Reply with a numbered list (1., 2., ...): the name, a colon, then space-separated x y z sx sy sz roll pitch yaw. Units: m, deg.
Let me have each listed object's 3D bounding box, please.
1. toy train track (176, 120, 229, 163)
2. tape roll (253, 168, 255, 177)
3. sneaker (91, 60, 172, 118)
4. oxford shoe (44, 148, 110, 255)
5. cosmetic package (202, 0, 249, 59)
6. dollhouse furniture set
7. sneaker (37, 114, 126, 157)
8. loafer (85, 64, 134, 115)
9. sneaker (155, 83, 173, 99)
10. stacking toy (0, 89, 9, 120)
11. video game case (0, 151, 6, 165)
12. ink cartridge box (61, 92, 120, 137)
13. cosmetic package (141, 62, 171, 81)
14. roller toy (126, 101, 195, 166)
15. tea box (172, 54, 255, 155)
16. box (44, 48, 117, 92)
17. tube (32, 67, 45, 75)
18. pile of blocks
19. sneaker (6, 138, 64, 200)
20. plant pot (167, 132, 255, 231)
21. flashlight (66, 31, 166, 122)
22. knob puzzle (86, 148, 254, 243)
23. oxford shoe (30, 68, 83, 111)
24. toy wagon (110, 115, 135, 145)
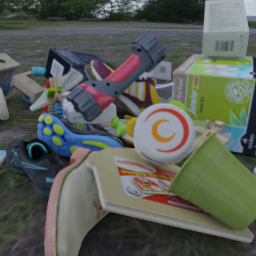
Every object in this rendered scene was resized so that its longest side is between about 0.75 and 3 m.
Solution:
1. toy train track: 1.618 0.235 6.408 1.669 0.272 0.957 -33 37 -23
2. tape roll: 3.051 1.111 5.195 1.377 0.455 1.377 2 12 -1
3. sneaker: 0.133 -1.291 8.308 2.661 1.199 0.997 40 14 -18
4. oxford shoe: -0.632 1.139 4.793 1.066 1.022 2.888 4 24 2
5. cosmetic package: 2.950 -3.103 8.643 1.245 0.841 2.367 4 45 15
6. dollhouse furniture set: -4.422 -1.307 10.231 2.326 1.639 1.630 36 32 7
7. sneaker: -1.203 0.280 7.000 2.502 0.887 1.037 17 12 19
8. loafer: -0.330 -1.462 9.386 2.438 0.849 0.917 36 31 -10
9. sneaker: 1.554 -1.442 10.883 2.413 0.875 1.376 2 21 4
10. stacking toy: -5.121 -0.518 8.614 2.538 1.084 1.084 -14 27 -21
11. video game case: -3.423 0.799 6.670 0.842 0.102 0.925 0 23 -1
12. ink cartridge box: -1.244 -0.451 8.599 1.442 0.829 2.463 -9 25 -20
13. cosmetic package: 0.675 -1.834 9.210 0.749 0.591 1.393 -2 5 -33
14. roller toy: 0.651 0.167 5.416 1.219 1.112 0.851 -18 -14 -5
15. tea box: 2.952 -0.841 8.018 2.940 1.997 2.989 8 25 20
16. box: -1.778 -2.105 10.907 2.287 1.224 1.697 -4 34 -42
17. tube: -4.289 -2.980 15.001 1.622 0.409 0.628 8 33 7
18. pile of blocks: -2.067 -0.642 7.622 0.485 1.562 0.641 -5 8 -25
19. sneaker: -2.013 0.599 6.080 0.904 0.951 2.399 -24 32 -36
20. plant pot: 1.375 0.853 4.085 1.117 1.176 1.176 38 39 22
21. flashlight: -0.289 -1.428 7.415 0.984 0.981 2.897 40 77 19
22. knob puzzle: 0.490 1.054 5.129 2.953 0.409 2.953 19 13 -4
23. oxford shoe: -2.263 -1.203 8.630 1.904 0.550 0.716 -40 20 -11
24. toy wagon: 0.315 0.088 7.420 1.565 0.399 2.017 15 10 -20
